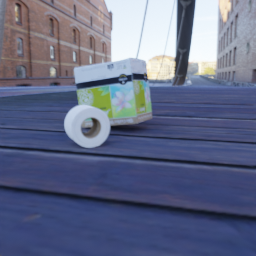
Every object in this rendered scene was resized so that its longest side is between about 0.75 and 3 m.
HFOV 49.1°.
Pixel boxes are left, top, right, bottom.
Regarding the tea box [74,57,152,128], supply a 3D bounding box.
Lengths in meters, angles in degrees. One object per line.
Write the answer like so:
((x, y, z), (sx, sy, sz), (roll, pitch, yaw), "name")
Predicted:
((-0.482, -1.156, 9.643), (2.138, 2.104, 1.429), (-5, 7, 26), "tea box")

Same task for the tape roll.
((-1.077, -0.055, 7.320), (1.043, 1.043, 0.716), (-5, 11, -25), "tape roll")
